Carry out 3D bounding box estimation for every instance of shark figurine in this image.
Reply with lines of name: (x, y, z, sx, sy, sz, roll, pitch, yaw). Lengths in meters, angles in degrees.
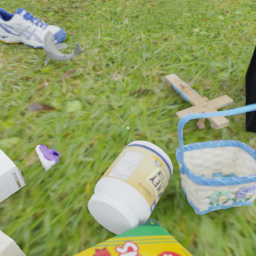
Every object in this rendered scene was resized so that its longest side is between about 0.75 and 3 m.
shark figurine: (-2.352, -2.517, 9.046, 1.922, 0.802, 1.148, 29, 93, 31)

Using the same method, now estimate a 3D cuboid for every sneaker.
sneaker: (-3.720, -3.775, 10.439, 2.735, 1.206, 1.030, 6, 44, 4)
sneaker: (-1.732, 0.616, 6.126, 0.419, 0.405, 1.005, -24, 26, -19)

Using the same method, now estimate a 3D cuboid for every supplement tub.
supplement tub: (0.071, 1.147, 5.466, 1.151, 1.151, 1.594, 22, 48, 21)

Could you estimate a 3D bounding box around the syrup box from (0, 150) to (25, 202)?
syrup box: (-3.156, 1.303, 5.587, 0.747, 0.773, 1.898, 34, 55, 29)

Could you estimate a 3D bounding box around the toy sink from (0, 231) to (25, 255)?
toy sink: (-2.723, 2.373, 4.247, 1.225, 1.053, 1.879, 23, 51, 23)

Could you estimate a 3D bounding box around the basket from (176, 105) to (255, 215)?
basket: (1.812, 0.574, 5.368, 1.750, 1.984, 1.380, -9, 22, -7)

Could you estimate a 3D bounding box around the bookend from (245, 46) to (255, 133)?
bookend: (4.719, -0.967, 7.551, 2.705, 1.246, 2.688, 12, 46, 12)

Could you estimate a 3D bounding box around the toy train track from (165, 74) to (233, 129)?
toy train track: (1.831, -0.733, 7.942, 1.567, 0.444, 2.731, -19, 42, -13)

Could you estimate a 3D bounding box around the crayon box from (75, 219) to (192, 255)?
crayon box: (-0.225, 2.466, 3.648, 2.843, 0.722, 1.805, -14, 29, -32)
